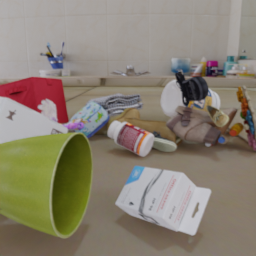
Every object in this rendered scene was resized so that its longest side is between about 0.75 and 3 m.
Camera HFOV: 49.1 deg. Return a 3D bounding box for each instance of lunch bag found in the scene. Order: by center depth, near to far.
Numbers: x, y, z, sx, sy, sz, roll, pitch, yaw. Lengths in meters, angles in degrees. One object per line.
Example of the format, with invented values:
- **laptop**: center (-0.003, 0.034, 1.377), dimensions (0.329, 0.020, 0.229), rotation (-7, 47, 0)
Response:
- **lunch bag**: center (-1.420, -0.280, 10.005), dimensions (1.299, 0.666, 1.616), rotation (-41, 24, -7)

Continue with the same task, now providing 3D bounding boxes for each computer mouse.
- **computer mouse**: center (1.950, -1.197, 8.267), dimensions (0.429, 1.126, 1.627), rotation (-19, 10, -9)

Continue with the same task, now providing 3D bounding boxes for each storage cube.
- **storage cube**: center (-3.352, -0.826, 10.151), dimensions (1.611, 1.695, 1.885), rotation (-8, 1, 23)

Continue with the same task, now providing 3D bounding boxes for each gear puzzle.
- **gear puzzle**: center (3.679, -0.548, 8.893), dimensions (0.356, 1.410, 2.722), rotation (-11, 34, 19)

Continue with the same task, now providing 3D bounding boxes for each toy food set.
- **toy food set**: center (2.625, 0.079, 8.983), dimensions (1.815, 0.867, 0.817), rotation (19, 22, 28)

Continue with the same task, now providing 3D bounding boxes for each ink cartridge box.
- **ink cartridge box**: center (0.513, 1.076, 4.375), dimensions (1.326, 0.442, 0.768), rotation (-1, 52, 48)

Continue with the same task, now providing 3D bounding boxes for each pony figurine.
- **pony figurine**: center (-2.250, 0.063, 8.075), dimensions (1.853, 1.543, 1.789), rotation (-15, -1, 12)

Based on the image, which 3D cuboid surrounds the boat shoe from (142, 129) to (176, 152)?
- **boat shoe**: center (0.818, 0.339, 8.395), dimensions (1.435, 0.535, 0.447), rotation (14, 57, 36)

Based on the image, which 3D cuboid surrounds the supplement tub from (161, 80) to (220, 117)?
- **supplement tub**: center (2.581, -1.069, 11.596), dimensions (2.093, 1.514, 1.514), rotation (7, 8, -29)

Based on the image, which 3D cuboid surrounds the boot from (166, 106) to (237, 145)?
- **boot**: center (2.242, -0.299, 8.601), dimensions (1.582, 0.760, 2.164), rotation (26, 41, 27)

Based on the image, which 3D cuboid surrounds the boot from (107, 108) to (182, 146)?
- **boot**: center (0.815, -0.047, 9.949), dimensions (2.483, 0.821, 2.174), rotation (7, 25, 25)

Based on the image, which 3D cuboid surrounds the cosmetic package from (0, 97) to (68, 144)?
- **cosmetic package**: center (-2.380, 0.298, 5.311), dimensions (1.706, 1.408, 1.406), rotation (9, -16, 41)

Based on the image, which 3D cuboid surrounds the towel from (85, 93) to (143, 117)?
- **towel**: center (-0.584, -0.984, 11.766), dimensions (1.994, 0.853, 1.651), rotation (-16, 9, -37)

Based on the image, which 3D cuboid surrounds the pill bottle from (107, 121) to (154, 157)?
- **pill bottle**: center (0.059, 0.266, 7.995), dimensions (1.236, 0.698, 0.698), rotation (25, 23, 22)

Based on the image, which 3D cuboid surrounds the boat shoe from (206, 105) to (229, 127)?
- **boat shoe**: center (2.399, -0.336, 7.663), dimensions (0.322, 0.377, 1.027), rotation (37, 12, -18)

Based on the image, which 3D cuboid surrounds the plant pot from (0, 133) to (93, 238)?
- **plant pot**: center (-1.400, 0.697, 3.857), dimensions (1.454, 1.360, 1.360), rotation (3, 14, 12)
